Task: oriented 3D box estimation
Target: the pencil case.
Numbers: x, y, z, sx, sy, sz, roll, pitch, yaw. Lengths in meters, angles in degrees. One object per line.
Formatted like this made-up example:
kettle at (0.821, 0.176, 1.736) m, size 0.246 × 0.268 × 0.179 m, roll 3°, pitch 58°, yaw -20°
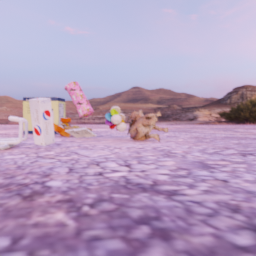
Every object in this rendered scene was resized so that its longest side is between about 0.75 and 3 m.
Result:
pencil case at (-1.906, -1.088, 10.813) m, size 0.636 × 1.470 × 0.609 m, roll -32°, pitch -9°, yaw 21°

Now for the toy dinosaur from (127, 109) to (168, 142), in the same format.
toy dinosaur at (0.465, 0.026, 10.530) m, size 1.651 × 1.046 × 2.436 m, roll -10°, pitch 14°, yaw 24°

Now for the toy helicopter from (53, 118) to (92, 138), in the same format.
toy helicopter at (-2.660, 0.036, 12.877) m, size 2.187 × 0.863 × 1.446 m, roll 6°, pitch 5°, yaw 29°

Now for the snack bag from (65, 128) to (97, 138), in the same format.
snack bag at (-1.910, 0.228, 11.246) m, size 1.001 × 0.107 × 0.943 m, roll -7°, pitch -22°, yaw 21°

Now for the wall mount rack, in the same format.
wall mount rack at (-4.040, 0.072, 7.692) m, size 2.319 × 0.995 × 2.669 m, roll -1°, pitch 1°, yaw -15°

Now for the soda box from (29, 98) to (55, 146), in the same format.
soda box at (-2.293, -0.167, 7.484) m, size 0.421 × 1.238 × 0.394 m, roll 5°, pitch 14°, yaw 32°

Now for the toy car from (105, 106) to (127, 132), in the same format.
toy car at (-0.510, -0.276, 10.653) m, size 0.717 × 0.956 × 0.837 m, roll -24°, pitch 39°, yaw 13°

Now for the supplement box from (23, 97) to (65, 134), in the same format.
supplement box at (-4.739, -0.685, 15.948) m, size 2.044 × 2.042 × 1.372 m, roll 0°, pitch 2°, yaw 4°
